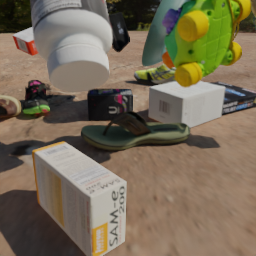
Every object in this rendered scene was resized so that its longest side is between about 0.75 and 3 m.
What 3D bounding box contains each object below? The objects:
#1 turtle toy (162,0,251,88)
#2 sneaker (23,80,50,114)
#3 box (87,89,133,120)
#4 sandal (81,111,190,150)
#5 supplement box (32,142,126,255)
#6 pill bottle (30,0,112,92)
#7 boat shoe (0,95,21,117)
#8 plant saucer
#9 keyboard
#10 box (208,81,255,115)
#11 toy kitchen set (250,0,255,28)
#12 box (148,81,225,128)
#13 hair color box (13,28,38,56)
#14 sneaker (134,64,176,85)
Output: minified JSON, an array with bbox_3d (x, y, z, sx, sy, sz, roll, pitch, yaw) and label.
[{"bbox_3d":[1.505,-2.259,6.017,1.964,2.694,1.362,-29,44,-29],"label":"turtle toy"},{"bbox_3d":[-3.320,-1.144,9.915,0.920,1.004,2.397,-9,25,-20],"label":"sneaker"},{"bbox_3d":[-0.587,-0.779,9.217,1.442,0.881,0.765,-1,23,-2],"label":"box"},{"bbox_3d":[0.211,-0.055,7.568,2.981,0.851,1.184,-5,24,-12],"label":"sandal"},{"bbox_3d":[-0.842,1.076,4.585,0.659,1.129,1.792,-17,29,-38],"label":"supplement box"},{"bbox_3d":[-1.193,-2.266,5.857,1.574,2.843,1.574,-10,-19,-4],"label":"pill bottle"},{"bbox_3d":[-4.767,-0.741,9.281,2.314,0.835,0.833,12,24,11],"label":"boat shoe"},{"bbox_3d":[1.289,-3.162,8.771,0.510,2.839,2.839,27,29,9],"label":"plant saucer"},{"bbox_3d":[-0.435,-3.451,9.416,0.323,1.514,2.521,-14,22,14],"label":"keyboard"},{"bbox_3d":[3.477,-1.209,10.687,2.240,0.561,2.257,-14,27,-27],"label":"box"},{"bbox_3d":[3.866,-2.636,6.477,1.725,2.154,1.269,-18,36,24],"label":"toy kitchen set"},{"bbox_3d":[1.887,-0.830,9.116,1.977,1.051,1.505,-16,28,-33],"label":"box"},{"bbox_3d":[-2.997,-3.214,9.851,0.950,0.548,1.713,29,53,32],"label":"hair color box"},{"bbox_3d":[1.549,-2.598,13.335,2.607,0.996,0.983,8,26,19],"label":"sneaker"}]
